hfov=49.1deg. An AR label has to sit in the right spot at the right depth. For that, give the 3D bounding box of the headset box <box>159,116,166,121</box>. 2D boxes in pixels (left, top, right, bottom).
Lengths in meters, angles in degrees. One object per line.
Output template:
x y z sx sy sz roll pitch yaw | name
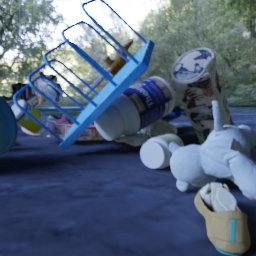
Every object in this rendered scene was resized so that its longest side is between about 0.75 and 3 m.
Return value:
1.089 -0.961 11.593 1.179 1.587 0.595 10 48 -5 | headset box

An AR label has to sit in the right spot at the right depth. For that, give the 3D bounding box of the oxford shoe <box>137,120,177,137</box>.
0.640 0.056 10.110 2.238 0.841 0.646 10 50 20 | oxford shoe

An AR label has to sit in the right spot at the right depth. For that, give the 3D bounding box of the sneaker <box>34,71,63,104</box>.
-2.625 -1.314 9.243 0.799 0.689 1.822 -3 37 -26 | sneaker

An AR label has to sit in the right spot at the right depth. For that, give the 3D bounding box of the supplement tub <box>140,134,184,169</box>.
0.702 0.478 5.721 0.633 0.633 0.873 4 8 35 | supplement tub

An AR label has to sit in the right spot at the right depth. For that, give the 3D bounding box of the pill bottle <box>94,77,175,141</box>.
0.192 -0.603 8.874 2.507 1.391 1.391 -30 22 -32 | pill bottle

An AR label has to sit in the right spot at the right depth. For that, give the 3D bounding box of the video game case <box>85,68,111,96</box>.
-1.104 -1.602 9.988 1.105 0.127 1.007 -49 7 -19 | video game case

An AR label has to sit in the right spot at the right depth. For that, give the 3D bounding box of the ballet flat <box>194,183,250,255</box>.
1.031 0.845 3.092 0.490 0.450 1.427 0 6 5 | ballet flat

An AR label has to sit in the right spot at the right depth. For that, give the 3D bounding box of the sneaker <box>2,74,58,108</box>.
-4.095 -1.525 11.541 1.048 1.243 2.842 -26 22 55 | sneaker

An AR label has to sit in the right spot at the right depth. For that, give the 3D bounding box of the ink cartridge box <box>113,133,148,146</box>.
-0.003 0.385 8.570 0.933 0.234 1.075 -12 9 -19 | ink cartridge box

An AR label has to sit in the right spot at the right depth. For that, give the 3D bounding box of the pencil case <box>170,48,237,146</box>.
1.951 -0.603 6.895 1.238 2.768 1.077 17 60 45 | pencil case

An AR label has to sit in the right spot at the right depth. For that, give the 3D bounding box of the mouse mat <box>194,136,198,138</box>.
3.064 0.364 9.703 1.065 0.050 1.323 -2 7 -16 | mouse mat

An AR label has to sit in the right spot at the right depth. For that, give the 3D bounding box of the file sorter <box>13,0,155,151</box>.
-1.067 -1.358 6.875 2.968 1.821 2.060 -43 14 27 | file sorter

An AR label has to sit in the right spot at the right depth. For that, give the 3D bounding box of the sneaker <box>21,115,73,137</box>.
-3.000 -0.106 10.496 2.165 0.808 0.873 1 6 17 | sneaker

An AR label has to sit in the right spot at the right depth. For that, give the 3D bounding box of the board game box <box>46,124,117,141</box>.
-1.528 0.142 9.250 1.442 0.441 1.903 5 3 42 | board game box

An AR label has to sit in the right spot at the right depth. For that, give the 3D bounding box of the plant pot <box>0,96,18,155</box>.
-3.251 0.143 5.438 1.578 1.578 1.483 1 21 10 | plant pot

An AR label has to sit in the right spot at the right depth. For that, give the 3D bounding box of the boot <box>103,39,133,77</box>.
-0.148 -2.481 10.243 1.396 0.999 0.491 -38 30 4 | boot

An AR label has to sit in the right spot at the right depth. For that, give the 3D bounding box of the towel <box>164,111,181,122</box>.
1.495 -0.419 12.741 1.709 0.415 0.954 -23 13 -11 | towel

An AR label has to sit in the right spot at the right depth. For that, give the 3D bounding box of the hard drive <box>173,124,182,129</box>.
1.555 -0.005 11.533 0.951 0.183 1.442 -8 -1 26 | hard drive

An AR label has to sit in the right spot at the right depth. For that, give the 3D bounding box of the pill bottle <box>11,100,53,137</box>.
-2.838 -0.235 8.294 0.681 0.681 1.212 5 -26 42 | pill bottle

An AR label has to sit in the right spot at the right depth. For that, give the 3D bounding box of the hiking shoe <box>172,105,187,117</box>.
2.163 -0.628 11.693 0.382 0.328 0.882 -39 35 -5 | hiking shoe

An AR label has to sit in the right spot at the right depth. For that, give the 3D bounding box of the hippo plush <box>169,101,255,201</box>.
1.243 0.588 4.008 1.208 1.197 1.503 -31 -32 31 | hippo plush
